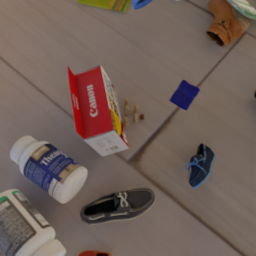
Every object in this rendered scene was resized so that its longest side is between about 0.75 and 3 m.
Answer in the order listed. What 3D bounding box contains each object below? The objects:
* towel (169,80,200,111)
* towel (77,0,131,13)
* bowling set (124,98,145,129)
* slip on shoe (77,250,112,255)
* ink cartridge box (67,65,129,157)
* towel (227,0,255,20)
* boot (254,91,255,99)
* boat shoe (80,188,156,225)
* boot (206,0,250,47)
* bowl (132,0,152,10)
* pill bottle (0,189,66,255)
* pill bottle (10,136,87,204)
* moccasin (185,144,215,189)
[{"bbox_3d":[1.840,-1.057,9.142,0.675,0.226,0.914,32,73,10],"label":"towel"},{"bbox_3d":[-1.121,-6.095,13.320,2.422,0.219,1.042,15,63,8],"label":"towel"},{"bbox_3d":[0.225,-0.566,10.210,0.817,0.630,1.174,-3,63,-1],"label":"bowling set"},{"bbox_3d":[-0.989,3.763,8.137,1.063,0.325,0.394,1,64,2],"label":"slip on shoe"},{"bbox_3d":[-0.985,-0.645,9.257,1.060,2.220,2.529,-18,64,9],"label":"ink cartridge box"},{"bbox_3d":[4.910,-5.777,12.552,2.092,0.321,2.743,-7,55,-40],"label":"towel"},{"bbox_3d":[5.382,-0.385,10.015,2.059,0.786,1.730,27,62,6],"label":"boot"},{"bbox_3d":[-0.285,2.384,8.599,2.434,0.763,0.884,-14,63,-7],"label":"boat shoe"},{"bbox_3d":[3.960,-4.604,12.303,1.748,0.863,2.251,-40,76,-14],"label":"boot"},{"bbox_3d":[0.685,-5.388,11.624,1.204,1.204,0.236,-32,92,-15],"label":"bowl"},{"bbox_3d":[-2.970,3.014,7.947,2.383,1.348,1.348,41,69,19],"label":"pill bottle"},{"bbox_3d":[-2.557,1.232,8.894,2.313,1.284,1.284,32,67,15],"label":"pill bottle"},{"bbox_3d":[2.213,1.178,8.964,0.663,0.783,1.945,48,33,-3],"label":"moccasin"}]
